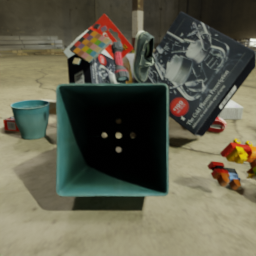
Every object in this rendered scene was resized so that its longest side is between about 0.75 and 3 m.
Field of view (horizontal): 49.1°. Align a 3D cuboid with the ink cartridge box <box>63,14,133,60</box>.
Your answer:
[{"bbox_3d":[-0.978,-2.523,9.159,1.822,1.459,0.431,-38,10,22],"label":"ink cartridge box"}]

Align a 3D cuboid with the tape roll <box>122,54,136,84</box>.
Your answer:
[{"bbox_3d":[0.087,-1.942,9.764,0.409,1.237,1.237,-11,21,-18],"label":"tape roll"}]

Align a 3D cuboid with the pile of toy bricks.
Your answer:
[{"bbox_3d":[2.808,1.020,5.704,2.227,1.235,1.099,9,42,-24],"label":"pile of toy bricks"}]

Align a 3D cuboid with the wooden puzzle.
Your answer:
[{"bbox_3d":[-0.982,-2.142,7.282,0.814,0.096,1.373,37,78,28],"label":"wooden puzzle"}]

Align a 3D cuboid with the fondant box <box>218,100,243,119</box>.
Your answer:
[{"bbox_3d":[3.557,-0.758,11.460,1.781,0.519,1.285,1,19,-1],"label":"fondant box"}]

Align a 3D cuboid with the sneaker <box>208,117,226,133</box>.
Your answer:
[{"bbox_3d":[2.751,-0.176,9.914,1.455,0.570,0.841,20,16,26],"label":"sneaker"}]

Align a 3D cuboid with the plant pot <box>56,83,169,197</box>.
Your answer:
[{"bbox_3d":[-0.248,0.200,6.187,1.954,1.953,2.765,0,0,1],"label":"plant pot"}]

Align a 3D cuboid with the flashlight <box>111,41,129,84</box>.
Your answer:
[{"bbox_3d":[-0.218,-1.727,7.291,0.382,1.130,0.384,-11,-19,10],"label":"flashlight"}]

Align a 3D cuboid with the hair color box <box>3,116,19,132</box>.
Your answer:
[{"bbox_3d":[-3.785,-0.275,10.182,0.683,0.412,1.346,5,19,17],"label":"hair color box"}]

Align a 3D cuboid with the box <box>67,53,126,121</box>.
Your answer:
[{"bbox_3d":[-0.829,-1.174,8.058,0.894,1.717,1.563,-19,-20,33],"label":"box"}]

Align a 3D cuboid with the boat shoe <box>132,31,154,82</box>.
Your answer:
[{"bbox_3d":[0.460,-1.884,7.719,0.457,1.478,0.538,28,45,32],"label":"boat shoe"}]

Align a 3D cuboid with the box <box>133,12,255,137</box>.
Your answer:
[{"bbox_3d":[1.927,-1.530,8.464,2.478,2.721,1.417,38,12,22],"label":"box"}]

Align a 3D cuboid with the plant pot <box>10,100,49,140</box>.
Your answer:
[{"bbox_3d":[-3.094,-0.249,9.036,1.168,1.098,1.168,0,19,0],"label":"plant pot"}]

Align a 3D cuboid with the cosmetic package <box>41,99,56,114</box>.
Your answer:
[{"bbox_3d":[-3.275,-0.896,11.860,1.026,0.540,0.365,4,20,15],"label":"cosmetic package"}]
